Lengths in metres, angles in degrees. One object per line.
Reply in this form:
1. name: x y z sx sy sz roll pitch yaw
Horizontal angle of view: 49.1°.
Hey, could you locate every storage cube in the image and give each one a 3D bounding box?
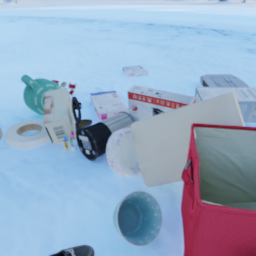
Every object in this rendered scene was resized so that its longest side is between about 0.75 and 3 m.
1. storage cube: 2.181 1.526 4.859 2.629 2.364 2.248 5 30 7

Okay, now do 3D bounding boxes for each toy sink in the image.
1. toy sink: 1.597 0.370 6.902 2.528 1.648 1.416 -18 -10 22

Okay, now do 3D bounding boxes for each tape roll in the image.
1. tape roll: -3.263 0.180 9.307 1.529 0.279 1.529 1 30 0

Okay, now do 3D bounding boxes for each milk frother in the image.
1. milk frother: -0.806 -0.191 8.468 1.634 1.737 1.567 -25 40 -37

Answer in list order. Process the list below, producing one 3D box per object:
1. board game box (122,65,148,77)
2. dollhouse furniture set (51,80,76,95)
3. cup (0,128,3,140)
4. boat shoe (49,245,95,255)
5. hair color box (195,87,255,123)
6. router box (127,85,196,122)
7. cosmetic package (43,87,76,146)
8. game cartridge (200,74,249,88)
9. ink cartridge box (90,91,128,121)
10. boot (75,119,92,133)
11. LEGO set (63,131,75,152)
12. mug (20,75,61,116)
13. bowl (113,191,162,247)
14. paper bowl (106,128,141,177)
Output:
1. board game box: 0.365 -3.036 14.968 1.081 0.234 1.075 -10 31 -16
2. dollhouse furniture set: -2.882 -1.683 12.282 1.136 0.611 0.462 9 30 3
3. cup: -5.366 -0.302 8.692 2.421 1.731 2.421 0 29 0
4. boat shoe: -1.308 2.517 5.041 1.576 0.449 0.527 -19 35 -29
5. hair color box: 4.090 -0.886 10.554 2.924 0.886 1.447 0 30 2
6. router box: 0.993 -0.263 8.530 1.977 1.775 0.483 15 40 25
7. cosmetic package: -2.216 -0.412 9.090 0.792 0.938 1.814 -14 39 -2
8. game cartridge: 4.403 -1.780 12.551 1.768 0.536 2.651 -4 30 1
9. ink cartridge box: -0.805 -0.936 11.144 1.158 0.407 1.940 -9 34 -14
10. boot: -1.671 0.026 9.565 1.009 0.377 0.489 -16 42 -8
11. LEGO set: -1.758 0.482 8.345 0.317 0.830 0.341 -11 56 -19
12. mug: -3.159 -1.128 10.295 1.623 1.334 1.004 7 11 -43
13. bowl: 0.115 1.865 5.790 1.078 1.078 0.564 -22 -4 -34
14. paper bowl: -0.063 0.671 7.526 0.671 1.289 1.289 -12 15 44
